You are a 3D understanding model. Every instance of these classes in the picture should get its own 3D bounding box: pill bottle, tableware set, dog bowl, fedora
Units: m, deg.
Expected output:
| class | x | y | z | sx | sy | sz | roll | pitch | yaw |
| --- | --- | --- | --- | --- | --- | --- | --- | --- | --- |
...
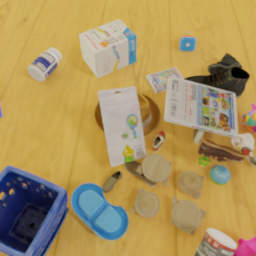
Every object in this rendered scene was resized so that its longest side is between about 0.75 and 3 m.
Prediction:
| class | x | y | z | sx | sy | sz | roll | pitch | yaw |
| --- | --- | --- | --- | --- | --- | --- | --- | --- | --- |
| pill bottle | -3.568 | -2.765 | 12.129 | 0.850 | 0.850 | 1.470 | 23 | 58 | 15 |
| tableware set | 1.354 | 2.060 | 9.037 | 2.542 | 0.295 | 2.123 | 21 | 62 | 3 |
| dog bowl | -0.893 | 2.559 | 8.470 | 1.946 | 0.482 | 1.085 | 41 | 55 | 8 |
| pill bottle | 2.206 | 3.529 | 7.493 | 0.831 | 0.831 | 1.435 | 26 | 92 | 17 |
| fedora | -0.020 | -0.757 | 10.640 | 2.592 | 1.057 | 2.592 | 0 | 56 | -1 |

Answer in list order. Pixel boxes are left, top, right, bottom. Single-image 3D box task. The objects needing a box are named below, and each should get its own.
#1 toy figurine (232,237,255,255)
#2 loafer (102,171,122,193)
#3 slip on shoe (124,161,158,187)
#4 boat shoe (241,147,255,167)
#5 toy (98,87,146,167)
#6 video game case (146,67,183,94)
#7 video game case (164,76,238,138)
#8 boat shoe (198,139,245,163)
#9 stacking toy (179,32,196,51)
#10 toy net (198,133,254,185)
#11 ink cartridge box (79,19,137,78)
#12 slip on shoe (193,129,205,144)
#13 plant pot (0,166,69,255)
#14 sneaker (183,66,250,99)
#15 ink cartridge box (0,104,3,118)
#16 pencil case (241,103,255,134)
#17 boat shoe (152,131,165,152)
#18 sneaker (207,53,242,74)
| class | x | y | z | sx | sy | sz | roll | pitch | yaw |
| --- | --- | --- | --- | --- | --- | --- | --- | --- | --- |
| toy figurine | 3.677 | 4.126 | 7.058 | 2.832 | 2.126 | 2.606 | 20 | 46 | -11 |
| loafer | -0.544 | 1.760 | 9.371 | 0.350 | 0.311 | 0.921 | 31 | 61 | 19 |
| slip on shoe | 0.426 | 1.480 | 9.501 | 1.353 | 0.410 | 0.515 | 37 | 63 | 22 |
| boat shoe | 4.174 | 0.987 | 9.618 | 0.305 | 0.857 | 0.268 | -33 | 21 | 19 |
| toy | -0.263 | -0.061 | 9.662 | 1.452 | 0.595 | 2.522 | -12 | 92 | -30 |
| video game case | 1.630 | -2.065 | 12.088 | 1.441 | 0.130 | 1.032 | -19 | 58 | -12 |
| video game case | 2.602 | -0.757 | 9.935 | 2.612 | 0.235 | 1.870 | 13 | 59 | -6 |
| boat shoe | 3.084 | 0.855 | 9.330 | 1.597 | 0.562 | 0.562 | 18 | 16 | -8 |
| stacking toy | 2.823 | -4.266 | 13.354 | 0.756 | 0.715 | 1.302 | 4 | 44 | 6 |
| toy net | 3.515 | 0.909 | 9.909 | 2.336 | 0.451 | 1.226 | -39 | 61 | -25 |
| ink cartridge box | -0.862 | -3.457 | 12.215 | 2.016 | 1.458 | 1.484 | -28 | 60 | -18 |
| slip on shoe | 2.674 | -0.512 | 10.481 | 0.738 | 0.926 | 2.436 | 16 | 65 | 13 |
| plant pot | -2.902 | 2.558 | 7.924 | 2.010 | 1.807 | 2.010 | 19 | 58 | 12 |
| sneaker | 3.422 | -1.939 | 11.156 | 2.535 | 1.346 | 0.948 | 5 | 65 | 7 |
| ink cartridge box | -6.607 | -1.133 | 11.193 | 2.678 | 0.581 | 2.653 | -18 | 57 | -14 |
| pencil case | 5.138 | 0.070 | 10.145 | 0.933 | 0.933 | 2.111 | -37 | 66 | -22 |
| boat shoe | 1.115 | 0.436 | 10.253 | 0.337 | 0.296 | 0.945 | 13 | 52 | 23 |
| sneaker | 4.117 | -2.796 | 12.322 | 1.568 | 0.600 | 0.898 | -10 | 55 | -11 |
